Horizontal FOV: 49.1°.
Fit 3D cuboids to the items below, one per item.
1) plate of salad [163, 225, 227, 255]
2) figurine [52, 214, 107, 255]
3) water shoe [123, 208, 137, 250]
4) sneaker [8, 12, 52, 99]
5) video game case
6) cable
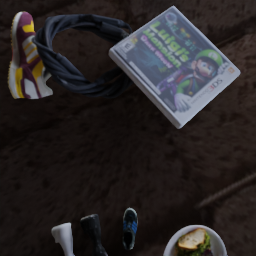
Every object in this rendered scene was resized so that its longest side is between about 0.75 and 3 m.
[{"bbox_3d":[1.497,2.929,6.041,1.574,0.378,1.574,2,83,-17],"label":"plate of salad"},{"bbox_3d":[-1.097,2.681,6.452,1.107,0.477,1.080,-16,74,-5],"label":"figurine"},{"bbox_3d":[0.052,2.370,6.584,0.334,0.368,0.933,2,69,1],"label":"water shoe"},{"bbox_3d":[-2.648,-2.069,8.003,1.198,0.996,2.659,-1,76,-7],"label":"sneaker"},{"bbox_3d":[1.340,-1.810,7.867,2.588,0.332,2.847,-40,82,-19],"label":"video game case"},{"bbox_3d":[-1.167,-2.033,7.839,2.950,0.749,2.407,4,82,-20],"label":"cable"}]
